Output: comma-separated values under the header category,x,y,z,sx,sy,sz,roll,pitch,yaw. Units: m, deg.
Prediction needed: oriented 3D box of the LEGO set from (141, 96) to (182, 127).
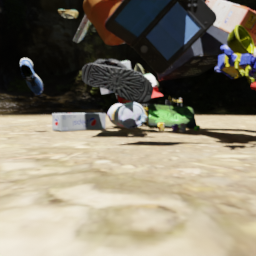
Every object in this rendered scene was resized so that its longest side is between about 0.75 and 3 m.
category,x,y,z,sx,sy,sz,roll,pitch,yaw
LEGO set,2.051,-0.927,15.034,2.845,1.649,2.188,0,4,-1

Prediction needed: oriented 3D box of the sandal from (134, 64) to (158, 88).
category,x,y,z,sx,sy,sz,roll,pitch,yaw
sandal,0.872,-2.369,13.549,0.556,0.773,1.947,-9,47,-37

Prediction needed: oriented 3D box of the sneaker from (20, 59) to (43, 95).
category,x,y,z,sx,sy,sz,roll,pitch,yaw
sneaker,-3.710,-1.852,10.598,0.566,1.441,0.643,-19,33,2

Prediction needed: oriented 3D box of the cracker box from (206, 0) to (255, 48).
category,x,y,z,sx,sy,sz,roll,pitch,yaw
cracker box,3.216,-2.857,7.823,1.688,0.727,2.520,17,26,-18

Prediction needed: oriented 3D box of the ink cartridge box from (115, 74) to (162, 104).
category,x,y,z,sx,sy,sz,roll,pitch,yaw
ink cartridge box,0.299,-1.547,10.872,1.651,0.514,2.052,-12,20,-3

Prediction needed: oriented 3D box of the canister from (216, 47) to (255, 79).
category,x,y,z,sx,sy,sz,roll,pitch,yaw
canister,3.777,-3.287,11.087,2.541,1.100,1.887,36,-22,3

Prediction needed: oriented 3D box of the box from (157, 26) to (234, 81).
category,x,y,z,sx,sy,sz,roll,pitch,yaw
box,2.253,-2.662,9.899,1.998,1.193,2.032,-13,-7,-31

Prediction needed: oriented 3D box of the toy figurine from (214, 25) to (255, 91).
category,x,y,z,sx,sy,sz,roll,pitch,yaw
toy figurine,2.576,-1.421,6.730,2.271,1.198,1.360,15,-8,-38

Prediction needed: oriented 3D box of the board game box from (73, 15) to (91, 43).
category,x,y,z,sx,sy,sz,roll,pitch,yaw
board game box,-1.643,-3.818,10.539,0.208,1.201,0.758,30,27,-9

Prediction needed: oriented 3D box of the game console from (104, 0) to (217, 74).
category,x,y,z,sx,sy,sz,roll,pitch,yaw
game console,0.731,-2.313,6.145,1.853,1.597,1.100,-43,-3,24

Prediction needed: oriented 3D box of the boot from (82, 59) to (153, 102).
category,x,y,z,sx,sy,sz,roll,pitch,yaw
boot,-0.259,-1.723,9.610,2.275,0.906,2.760,21,13,-3

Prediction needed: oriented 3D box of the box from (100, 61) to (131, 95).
category,x,y,z,sx,sy,sz,roll,pitch,yaw
box,-0.548,-2.213,12.339,1.402,1.237,0.678,-7,13,13

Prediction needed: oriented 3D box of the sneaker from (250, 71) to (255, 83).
category,x,y,z,sx,sy,sz,roll,pitch,yaw
sneaker,5.093,-2.319,9.641,1.015,0.925,2.475,-33,-16,-18

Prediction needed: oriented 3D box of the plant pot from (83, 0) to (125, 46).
category,x,y,z,sx,sy,sz,roll,pitch,yaw
plant pot,-0.345,-3.374,8.601,1.779,1.245,1.779,-19,-2,-1

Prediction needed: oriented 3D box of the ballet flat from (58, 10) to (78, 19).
category,x,y,z,sx,sy,sz,roll,pitch,yaw
ballet flat,-2.340,-4.333,10.689,0.945,0.298,0.324,13,-3,28

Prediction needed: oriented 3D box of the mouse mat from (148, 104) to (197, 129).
category,x,y,z,sx,sy,sz,roll,pitch,yaw
mouse mat,2.105,-0.581,13.591,2.294,0.086,1.846,3,37,1

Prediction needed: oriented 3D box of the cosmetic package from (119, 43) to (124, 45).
category,x,y,z,sx,sy,sz,roll,pitch,yaw
cosmetic package,-0.186,-4.180,12.956,0.787,0.420,0.355,5,-14,44

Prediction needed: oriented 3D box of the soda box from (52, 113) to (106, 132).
category,x,y,z,sx,sy,sz,roll,pitch,yaw
soda box,-2.053,-0.255,11.932,2.268,0.719,0.774,-4,5,-44

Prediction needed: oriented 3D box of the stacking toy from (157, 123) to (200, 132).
category,x,y,z,sx,sy,sz,roll,pitch,yaw
stacking toy,2.148,-0.058,11.766,1.166,0.363,1.546,4,5,44

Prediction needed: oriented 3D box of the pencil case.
category,x,y,z,sx,sy,sz,roll,pitch,yaw
pencil case,-0.121,-0.615,13.708,1.308,1.199,2.884,-4,4,-17
